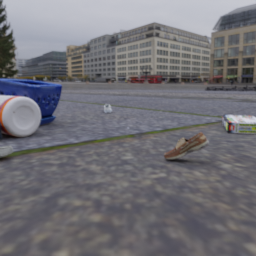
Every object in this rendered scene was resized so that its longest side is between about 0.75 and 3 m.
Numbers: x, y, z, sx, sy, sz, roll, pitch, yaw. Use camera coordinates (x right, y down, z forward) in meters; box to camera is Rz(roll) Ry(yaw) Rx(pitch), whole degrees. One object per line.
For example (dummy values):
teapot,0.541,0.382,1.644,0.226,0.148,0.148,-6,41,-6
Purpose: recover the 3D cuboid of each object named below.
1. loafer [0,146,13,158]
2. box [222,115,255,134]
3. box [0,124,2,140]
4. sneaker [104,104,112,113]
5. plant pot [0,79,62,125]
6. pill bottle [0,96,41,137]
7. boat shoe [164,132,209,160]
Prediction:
loafer,-2.615,0.402,4.966,0.390,0.389,1.116,-10,-2,43
box,3.462,-0.128,8.579,0.986,0.311,1.793,2,10,14
box,-4.309,0.073,6.875,2.002,0.460,1.591,9,13,43
sneaker,-0.950,-0.928,13.260,0.388,0.376,1.063,-1,9,-7
plant pot,-3.251,-0.834,9.240,1.536,1.381,1.536,12,13,18
pill bottle,-3.369,-0.365,7.758,1.910,1.046,1.046,7,12,40
boat shoe,1.016,0.322,5.052,0.838,0.301,0.317,-25,2,16
